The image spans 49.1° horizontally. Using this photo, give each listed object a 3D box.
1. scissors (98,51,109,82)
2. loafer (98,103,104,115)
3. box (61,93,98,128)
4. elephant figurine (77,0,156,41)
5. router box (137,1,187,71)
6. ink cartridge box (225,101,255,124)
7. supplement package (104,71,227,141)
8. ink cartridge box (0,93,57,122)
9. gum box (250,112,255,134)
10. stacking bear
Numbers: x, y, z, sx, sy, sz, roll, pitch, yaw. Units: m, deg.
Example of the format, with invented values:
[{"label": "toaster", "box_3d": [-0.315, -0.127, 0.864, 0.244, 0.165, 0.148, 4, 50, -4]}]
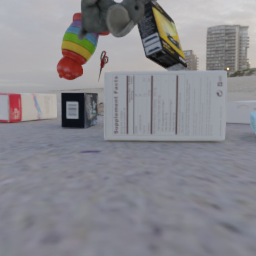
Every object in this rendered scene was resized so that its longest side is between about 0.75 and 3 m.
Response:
[{"label": "scissors", "box_3d": [-1.061, -2.428, 11.074, 0.096, 0.505, 1.380, -16, -25, -33]}, {"label": "loafer", "box_3d": [-1.325, -1.108, 15.541, 0.845, 0.739, 2.350, -2, 7, -20]}, {"label": "box", "box_3d": [-1.569, -0.612, 9.297, 0.804, 1.114, 1.501, 1, 7, 8]}, {"label": "elephant figurine", "box_3d": [-0.207, -2.800, 6.927, 1.794, 1.269, 1.392, 20, -28, 1]}, {"label": "router box", "box_3d": [1.227, -3.347, 10.310, 0.696, 2.096, 2.666, -18, -9, 26]}, {"label": "ink cartridge box", "box_3d": [4.647, -0.630, 10.855, 1.396, 0.805, 1.924, 4, 8, 34]}, {"label": "supplement package", "box_3d": [0.798, -0.526, 6.601, 2.589, 1.519, 1.514, 0, 6, 4]}, {"label": "ink cartridge box", "box_3d": [-4.609, -0.902, 11.799, 1.970, 1.143, 2.669, 3, 5, 28]}, {"label": "gum box", "box_3d": [3.749, -0.090, 6.475, 1.525, 0.400, 1.795, -4, 10, 17]}, {"label": "stacking bear", "box_3d": [-1.756, -2.696, 9.755, 1.336, 2.200, 1.251, 15, -9, 46]}]
